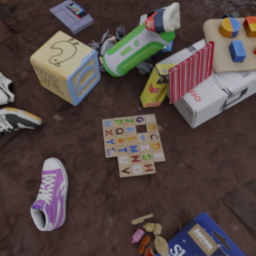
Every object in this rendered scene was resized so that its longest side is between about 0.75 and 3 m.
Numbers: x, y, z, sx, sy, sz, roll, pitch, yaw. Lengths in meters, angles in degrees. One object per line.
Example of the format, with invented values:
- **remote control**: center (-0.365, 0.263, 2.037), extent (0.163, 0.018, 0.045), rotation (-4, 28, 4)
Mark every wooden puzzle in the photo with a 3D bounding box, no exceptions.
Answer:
- **wooden puzzle**: center (3.590, -2.671, 8.561), extent (2.207, 0.511, 2.044), rotation (-6, 65, 1)

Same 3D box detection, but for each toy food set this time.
- **toy food set**: center (0.535, 2.925, 7.230), extent (0.853, 0.211, 1.342), rotation (-19, 39, 0)

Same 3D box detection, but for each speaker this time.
- **speaker**: center (0.272, -2.522, 8.743), extent (2.333, 1.032, 1.032), rotation (-28, 55, 36)

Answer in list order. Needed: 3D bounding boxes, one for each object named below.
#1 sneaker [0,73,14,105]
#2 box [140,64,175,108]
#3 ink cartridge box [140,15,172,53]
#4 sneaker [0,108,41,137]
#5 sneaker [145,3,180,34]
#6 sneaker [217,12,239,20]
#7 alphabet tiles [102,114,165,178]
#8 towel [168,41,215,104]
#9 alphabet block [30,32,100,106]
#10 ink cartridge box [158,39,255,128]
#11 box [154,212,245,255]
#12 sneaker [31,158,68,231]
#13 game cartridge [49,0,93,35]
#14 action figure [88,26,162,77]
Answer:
- **sneaker**: center (-4.357, -1.517, 9.601), extent (0.793, 0.684, 1.809), rotation (-11, 63, -25)
- **box**: center (0.904, -1.260, 8.544), extent (0.623, 1.654, 0.415), rotation (-7, 64, -21)
- **ink cartridge box**: center (0.993, -3.316, 9.898), extent (0.545, 1.289, 0.931), rotation (7, 87, 47)
- **sneaker**: center (-3.914, -0.063, 8.729), extent (2.436, 0.921, 1.068), rotation (6, 77, 7)
- **sneaker**: center (0.922, -2.909, 7.463), extent (0.764, 0.678, 1.807), rotation (0, 23, 21)
- **sneaker**: center (3.916, -4.250, 11.011), extent (1.316, 0.533, 0.486), rotation (-37, 68, -18)
- **alphabet tiles**: center (0.145, 0.506, 8.648), extent (1.745, 0.079, 2.088), rotation (-7, 56, -4)
- **towel**: center (1.748, -1.529, 7.746), extent (1.704, 1.232, 0.192), rotation (-36, 53, -18)
- **alphabet block**: center (-1.996, -1.926, 9.236), extent (1.539, 1.511, 1.503), rotation (30, 65, 15)
- **ink cartridge box**: center (2.711, -1.678, 9.154), extent (2.947, 1.228, 2.140), rotation (-29, 65, -8)
- **box**: center (1.525, 3.592, 6.917), extent (2.895, 0.469, 1.753), rotation (-36, 67, -18)
- **sneaker**: center (-2.038, 1.666, 7.160), extent (0.669, 1.052, 1.846), rotation (-11, 78, 13)
- **game cartridge**: center (-2.279, -4.521, 11.311), extent (1.060, 0.314, 1.635), rotation (-40, 69, -14)
- **action figure**: center (-0.199, -2.649, 9.868), extent (2.676, 0.928, 1.741), rotation (17, 89, 13)
